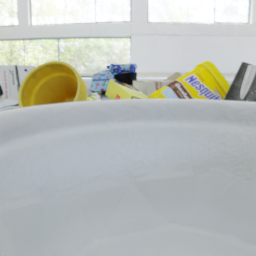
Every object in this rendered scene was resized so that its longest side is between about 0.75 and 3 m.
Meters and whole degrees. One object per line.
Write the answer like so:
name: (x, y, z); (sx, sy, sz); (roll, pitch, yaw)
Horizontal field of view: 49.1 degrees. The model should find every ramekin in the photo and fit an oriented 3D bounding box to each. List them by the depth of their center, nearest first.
ramekin: (0.337, 0.673, 1.691); (2.746, 1.441, 2.746); (0, 13, 0)

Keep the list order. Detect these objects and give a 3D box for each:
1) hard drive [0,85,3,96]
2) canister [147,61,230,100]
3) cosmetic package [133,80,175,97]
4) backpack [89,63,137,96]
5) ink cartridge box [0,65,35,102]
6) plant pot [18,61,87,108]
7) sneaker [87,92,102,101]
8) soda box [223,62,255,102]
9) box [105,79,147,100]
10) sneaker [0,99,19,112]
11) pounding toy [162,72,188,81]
hard drive: (-6.071, -0.843, 9.299); (2.982, 0.490, 2.081); (-13, 9, 16)
canister: (1.479, -0.617, 6.630); (1.794, 1.333, 0.777); (-32, -8, -18)
cosmetic package: (1.707, -1.352, 11.559); (2.802, 1.222, 1.448); (-5, 13, -22)
backpack: (-0.945, -2.969, 17.352); (2.946, 1.982, 2.689); (-1, 13, 0)
ink cartridge box: (-4.789, -1.617, 11.328); (1.065, 1.828, 2.528); (3, 12, 12)
plant pot: (-1.725, -0.640, 7.262); (1.623, 1.623, 1.527); (3, -19, 13)
sneaker: (-1.335, -0.733, 9.507); (0.927, 0.915, 2.426); (-3, 10, -6)
soda box: (2.544, -0.130, 4.360); (0.948, 1.059, 2.993); (16, 23, -11)
box: (0.054, -0.985, 9.634); (1.017, 0.677, 2.702); (13, 17, -25)
sneaker: (-2.912, -0.500, 8.365); (2.377, 0.893, 1.366); (-14, 21, -38)
pounding toy: (2.895, -1.855, 13.688); (1.601, 1.595, 2.790); (-4, -6, -24)
